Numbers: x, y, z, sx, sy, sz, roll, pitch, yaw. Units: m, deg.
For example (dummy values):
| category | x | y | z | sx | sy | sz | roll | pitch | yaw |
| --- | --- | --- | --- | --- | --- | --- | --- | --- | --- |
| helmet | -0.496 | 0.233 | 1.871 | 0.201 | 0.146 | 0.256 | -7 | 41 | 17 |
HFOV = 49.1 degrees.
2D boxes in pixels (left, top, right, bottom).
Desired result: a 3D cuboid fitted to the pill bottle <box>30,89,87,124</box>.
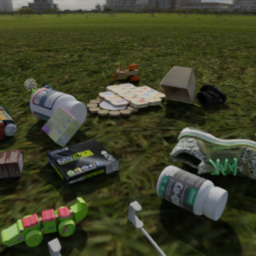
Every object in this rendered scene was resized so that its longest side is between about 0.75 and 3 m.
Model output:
| category | x | y | z | sx | sy | sz | roll | pitch | yaw |
| --- | --- | --- | --- | --- | --- | --- | --- | --- | --- |
| pill bottle | -2.582 | -0.709 | 10.493 | 2.020 | 1.208 | 1.208 | 19 | 31 | 32 |

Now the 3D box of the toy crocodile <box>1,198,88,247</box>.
| category | x | y | z | sx | sy | sz | roll | pitch | yaw |
| --- | --- | --- | --- | --- | --- | --- | --- | --- | --- |
| toy crocodile | -1.674 | 1.940 | 5.750 | 1.745 | 0.539 | 0.589 | -11 | 28 | -21 |

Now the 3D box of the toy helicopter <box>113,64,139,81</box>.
| category | x | y | z | sx | sy | sz | roll | pitch | yaw |
| --- | --- | --- | --- | --- | --- | --- | --- | --- | --- |
| toy helicopter | -0.087 | -3.241 | 16.523 | 1.468 | 0.875 | 2.219 | -7 | 14 | 6 |

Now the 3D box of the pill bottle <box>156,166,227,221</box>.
| category | x | y | z | sx | sy | sz | roll | pitch | yaw |
| --- | --- | --- | --- | --- | --- | --- | --- | --- | --- |
| pill bottle | 1.445 | 1.478 | 6.399 | 1.432 | 0.810 | 0.810 | 19 | 31 | 35 |

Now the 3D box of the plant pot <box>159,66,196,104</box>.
| category | x | y | z | sx | sy | sz | roll | pitch | yaw |
| --- | --- | --- | --- | --- | --- | --- | --- | --- | --- |
| plant pot | 2.365 | -1.991 | 12.555 | 1.309 | 1.310 | 1.160 | 16 | 72 | 29 |

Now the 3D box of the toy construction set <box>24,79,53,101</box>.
| category | x | y | z | sx | sy | sz | roll | pitch | yaw |
| --- | --- | --- | --- | --- | --- | --- | --- | --- | --- |
| toy construction set | -4.096 | -1.595 | 12.899 | 1.198 | 0.841 | 1.826 | -15 | 40 | -27 |

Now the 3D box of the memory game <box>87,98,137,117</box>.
| category | x | y | z | sx | sy | sz | roll | pitch | yaw |
| --- | --- | --- | --- | --- | --- | --- | --- | --- | --- |
| memory game | -0.645 | -0.950 | 12.168 | 2.300 | 0.147 | 2.300 | 1 | 24 | -1 |

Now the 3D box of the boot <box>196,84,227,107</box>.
| category | x | y | z | sx | sy | sz | roll | pitch | yaw |
| --- | --- | --- | --- | --- | --- | --- | --- | --- | --- |
| boot | 3.548 | -1.516 | 12.848 | 1.220 | 0.614 | 1.632 | -12 | 29 | -24 |

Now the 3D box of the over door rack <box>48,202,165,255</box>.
| category | x | y | z | sx | sy | sz | roll | pitch | yaw |
| --- | --- | --- | --- | --- | --- | --- | --- | --- | --- |
| over door rack | 0.032 | 2.451 | 4.221 | 1.669 | 0.752 | 2.259 | -18 | 52 | -31 |

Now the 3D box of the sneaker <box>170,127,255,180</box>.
| category | x | y | z | sx | sy | sz | roll | pitch | yaw |
| --- | --- | --- | --- | --- | --- | --- | --- | --- | --- |
| sneaker | 2.406 | 0.955 | 7.501 | 2.930 | 1.127 | 1.298 | 15 | 41 | 39 |

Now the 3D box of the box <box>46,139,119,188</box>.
| category | x | y | z | sx | sy | sz | roll | pitch | yaw |
| --- | --- | --- | --- | --- | --- | --- | --- | --- | --- |
| box | -1.307 | 0.944 | 8.013 | 1.592 | 0.378 | 1.537 | -15 | 32 | -29 |

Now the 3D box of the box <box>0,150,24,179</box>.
| category | x | y | z | sx | sy | sz | roll | pitch | yaw |
| --- | --- | --- | --- | --- | --- | --- | --- | --- | --- |
| box | -3.643 | 1.043 | 7.665 | 1.390 | 0.521 | 0.696 | -3 | 26 | -10 |

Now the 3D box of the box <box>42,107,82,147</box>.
| category | x | y | z | sx | sy | sz | roll | pitch | yaw |
| --- | --- | --- | --- | --- | --- | --- | --- | --- | --- |
| box | -1.997 | -0.037 | 8.446 | 0.785 | 0.432 | 0.893 | 36 | 85 | 32 |

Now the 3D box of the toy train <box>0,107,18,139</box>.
| category | x | y | z | sx | sy | sz | roll | pitch | yaw |
| --- | --- | --- | --- | --- | --- | --- | --- | --- | --- |
| toy train | -4.724 | -0.215 | 9.974 | 1.169 | 0.874 | 2.051 | -8 | 25 | -37 |

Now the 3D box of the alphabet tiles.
| category | x | y | z | sx | sy | sz | roll | pitch | yaw |
| --- | --- | --- | --- | --- | --- | --- | --- | --- | --- |
| alphabet tiles | 0.193 | -1.555 | 13.083 | 2.778 | 0.207 | 2.840 | -12 | 29 | -29 |
